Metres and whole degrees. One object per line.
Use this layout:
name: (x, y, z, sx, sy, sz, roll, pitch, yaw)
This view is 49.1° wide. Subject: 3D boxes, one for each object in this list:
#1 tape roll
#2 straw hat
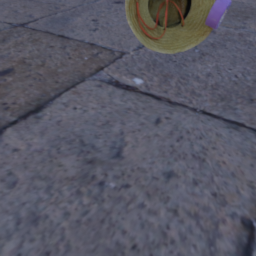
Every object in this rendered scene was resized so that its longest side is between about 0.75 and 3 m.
tape roll: (2.374, -3.029, 7.391, 0.331, 0.779, 0.779, 30, 44, 10)
straw hat: (1.059, -3.429, 7.913, 2.804, 2.804, 1.187, -11, 13, -14)
